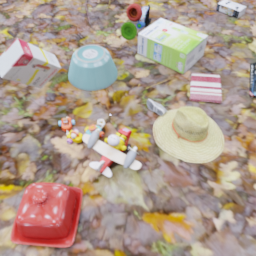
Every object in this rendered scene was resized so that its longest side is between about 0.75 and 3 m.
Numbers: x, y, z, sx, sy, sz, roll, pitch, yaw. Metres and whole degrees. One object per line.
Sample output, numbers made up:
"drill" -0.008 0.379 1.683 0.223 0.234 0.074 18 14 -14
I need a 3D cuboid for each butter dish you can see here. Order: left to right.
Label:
"butter dish" -2.474 2.330 8.316 1.947 1.443 1.952 4 49 2

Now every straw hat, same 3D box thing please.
"straw hat" 2.387 -0.148 10.614 2.871 1.215 2.871 0 50 0

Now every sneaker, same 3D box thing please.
"sneaker" 1.207 -0.867 11.856 0.422 0.385 1.030 -21 54 -41

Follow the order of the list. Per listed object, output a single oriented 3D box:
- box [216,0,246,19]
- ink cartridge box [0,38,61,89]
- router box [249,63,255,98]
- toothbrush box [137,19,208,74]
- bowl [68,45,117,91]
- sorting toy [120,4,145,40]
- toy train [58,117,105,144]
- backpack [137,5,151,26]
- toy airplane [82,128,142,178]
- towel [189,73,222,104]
"box" 6.363 -7.387 17.343 1.532 0.461 0.894 35 57 25
"ink cartridge box" -3.484 -2.208 9.947 1.277 1.760 0.734 -38 68 21
"router box" 4.059 -1.464 8.329 0.329 0.794 1.060 7 83 -35
"toothbrush box" 2.187 -4.174 14.081 2.818 1.213 2.052 31 56 26
"bowl" -1.687 -2.958 13.017 2.382 1.246 2.382 0 50 0
"sorting toy" 0.276 -4.466 11.868 0.887 1.476 0.606 26 33 10
"toy train" -1.852 -0.058 10.989 1.860 0.517 1.397 -3 50 -2
"backpack" 0.875 -6.436 16.225 0.803 1.042 0.993 6 55 13
"toy airplane" -0.591 0.769 9.753 1.838 1.297 1.830 -8 53 -10
"towel" 3.515 -1.828 12.732 1.362 0.215 1.891 6 48 8
